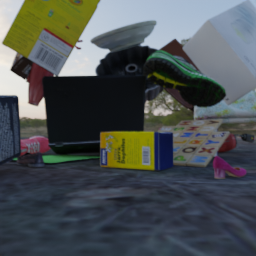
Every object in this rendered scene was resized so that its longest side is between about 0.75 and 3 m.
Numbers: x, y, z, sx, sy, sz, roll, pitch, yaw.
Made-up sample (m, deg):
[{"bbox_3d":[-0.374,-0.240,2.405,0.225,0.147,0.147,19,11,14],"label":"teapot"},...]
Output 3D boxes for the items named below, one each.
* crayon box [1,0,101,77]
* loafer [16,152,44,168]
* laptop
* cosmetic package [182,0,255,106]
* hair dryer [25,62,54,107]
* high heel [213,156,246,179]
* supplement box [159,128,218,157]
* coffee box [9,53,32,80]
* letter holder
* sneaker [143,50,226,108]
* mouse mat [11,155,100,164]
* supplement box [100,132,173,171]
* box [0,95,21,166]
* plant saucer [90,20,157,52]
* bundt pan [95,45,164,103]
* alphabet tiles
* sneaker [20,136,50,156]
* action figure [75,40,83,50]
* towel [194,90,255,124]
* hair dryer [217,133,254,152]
[{"bbox_3d":[-1.539,-2.295,5.878,1.288,2.030,0.515,30,10,-21],"label":"crayon box"},{"bbox_3d":[-2.342,0.733,6.733,0.407,0.356,1.131,1,-1,-44],"label":"loafer"},{"bbox_3d":[-1.019,-0.249,8.762,2.802,1.734,2.992,-2,-12,-8],"label":"laptop"},{"bbox_3d":[3.325,-2.301,8.462,2.268,2.260,1.394,-35,-5,-30],"label":"cosmetic package"},{"bbox_3d":[-2.573,-1.529,8.181,0.639,2.350,1.790,15,-48,-24],"label":"hair dryer"},{"bbox_3d":[1.846,0.686,5.059,0.823,0.395,0.277,0,-1,-27],"label":"high heel"},{"bbox_3d":[2.040,0.478,9.772,0.982,0.961,1.900,1,-1,-35],"label":"supplement box"},{"bbox_3d":[-3.535,-2.501,9.872,0.874,1.529,0.610,-36,-53,24],"label":"coffee box"},{"bbox_3d":[2.126,-2.022,12.185,2.046,2.879,1.448,-37,-14,-16],"label":"letter holder"},{"bbox_3d":[1.633,-1.421,7.641,2.410,1.027,0.940,29,-44,-8],"label":"sneaker"},{"bbox_3d":[-2.085,0.907,8.253,1.836,0.086,2.282,0,-2,35],"label":"mouse mat"},{"bbox_3d":[0.189,0.494,6.408,1.493,0.818,0.813,-1,-1,30],"label":"supplement box"},{"bbox_3d":[-3.381,0.104,4.782,2.232,1.376,2.214,0,6,2],"label":"box"},{"bbox_3d":[-0.109,-3.033,9.576,2.343,0.588,2.343,-15,12,3],"label":"plant saucer"},{"bbox_3d":[0.194,-1.890,10.647,2.786,2.786,1.046,0,-37,9],"label":"bundt pan"},{"bbox_3d":[1.601,0.326,8.068,2.364,0.107,2.829,-1,23,38],"label":"alphabet tiles"},{"bbox_3d":[-3.515,0.726,9.634,1.884,0.694,0.817,-4,14,-26],"label":"sneaker"},{"bbox_3d":[-1.684,-2.790,8.577,1.121,0.366,0.555,41,39,26],"label":"action figure"},{"bbox_3d":[3.506,-0.849,10.074,2.213,0.533,1.894,-2,33,15],"label":"towel"},{"bbox_3d":[3.735,0.788,11.909,2.885,0.784,2.197,5,-21,-32],"label":"hair dryer"}]
